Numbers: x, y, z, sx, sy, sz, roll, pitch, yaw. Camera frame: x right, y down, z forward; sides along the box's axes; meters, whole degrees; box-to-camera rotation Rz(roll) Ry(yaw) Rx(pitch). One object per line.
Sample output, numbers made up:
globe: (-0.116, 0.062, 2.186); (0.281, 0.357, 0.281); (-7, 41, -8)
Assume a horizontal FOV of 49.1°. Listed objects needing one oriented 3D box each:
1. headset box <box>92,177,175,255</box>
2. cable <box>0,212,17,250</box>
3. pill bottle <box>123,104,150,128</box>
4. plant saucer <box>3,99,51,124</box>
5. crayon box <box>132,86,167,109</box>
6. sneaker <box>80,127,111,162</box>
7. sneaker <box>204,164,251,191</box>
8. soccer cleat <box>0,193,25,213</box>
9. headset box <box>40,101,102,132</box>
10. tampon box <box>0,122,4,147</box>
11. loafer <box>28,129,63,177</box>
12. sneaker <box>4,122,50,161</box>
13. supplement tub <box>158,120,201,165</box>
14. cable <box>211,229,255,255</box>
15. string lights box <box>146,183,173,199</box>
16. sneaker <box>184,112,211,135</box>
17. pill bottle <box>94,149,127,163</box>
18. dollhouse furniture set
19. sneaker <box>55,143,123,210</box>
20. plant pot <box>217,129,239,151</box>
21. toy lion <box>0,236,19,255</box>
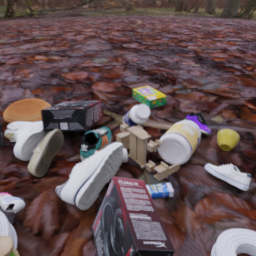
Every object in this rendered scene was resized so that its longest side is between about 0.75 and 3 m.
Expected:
headset box: (-0.059, 2.654, 7.071); (1.003, 1.934, 2.598); (12, 26, -23)
cable: (-4.318, 3.247, 7.193); (2.746, 0.951, 2.747); (-23, 37, -35)
pill bottle: (0.405, -0.522, 13.084); (0.888, 0.888, 1.599); (-14, -11, -23)
plant saucer: (-5.354, -0.933, 14.954); (2.529, 0.473, 2.529); (0, 33, 0)
crayon box: (1.222, -1.833, 16.499); (1.156, 0.567, 1.946); (-17, 34, -27)
sneaker: (-1.336, 0.457, 12.061); (0.874, 0.978, 2.449); (7, 30, 14)
sneaker: (3.601, 1.610, 10.084); (0.668, 0.648, 1.829); (24, 1, -40)
soccer cleat: (-3.741, 2.319, 8.622); (1.225, 0.428, 0.529); (2, 25, 27)
headset box: (-2.502, -0.616, 13.188); (2.032, 1.055, 2.731); (-1, 14, 12)
tampon box: (-6.656, -0.343, 12.580); (1.549, 1.838, 2.453); (-13, 32, -22)
loafer: (-3.295, 0.918, 11.016); (0.734, 0.814, 2.151); (-1, 47, 29)
sneaker: (-4.588, 0.526, 12.005); (1.716, 1.094, 2.969); (0, 21, 5)
supplement tub: (2.155, 0.548, 11.488); (1.352, 1.352, 1.859); (16, 30, 25)
cable: (3.074, 3.434, 7.208); (1.788, 0.619, 1.787); (11, 32, 19)
string lights box: (1.077, 2.197, 9.738); (0.895, 0.264, 0.460); (-5, 28, -8)
sneaker: (3.395, -0.300, 13.380); (0.581, 0.831, 1.671); (23, 10, -40)
pill bottle: (-0.680, 1.176, 11.125); (1.225, 0.671, 0.671); (-7, 30, -13)
dollhouse furniture set: (0.791, 0.700, 11.218); (1.222, 1.431, 2.760); (-21, 36, -30)
sneaker: (-1.227, 1.441, 9.889); (1.196, 1.135, 2.971); (15, 42, 30)
plant pot: (4.250, 0.601, 12.074); (0.924, 0.924, 0.656); (14, 55, 23)
toy lion: (-4.031, 2.958, 6.352); (2.269, 0.779, 2.175); (27, 45, 28)
